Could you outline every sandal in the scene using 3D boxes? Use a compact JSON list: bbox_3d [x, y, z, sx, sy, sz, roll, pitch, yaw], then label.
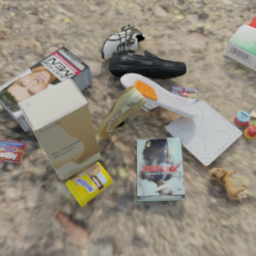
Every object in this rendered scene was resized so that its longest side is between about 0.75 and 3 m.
[{"bbox_3d":[0.809,-0.766,8.372,2.514,0.720,0.963,30,39,11],"label":"sandal"}]

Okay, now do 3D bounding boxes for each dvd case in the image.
[{"bbox_3d":[0.854,1.084,7.522,1.252,0.189,1.715,-3,63,9],"label":"dvd case"}]

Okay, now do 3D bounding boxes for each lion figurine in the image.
[{"bbox_3d":[2.626,1.475,7.278,0.671,0.397,1.096,-10,49,-23],"label":"lion figurine"}]

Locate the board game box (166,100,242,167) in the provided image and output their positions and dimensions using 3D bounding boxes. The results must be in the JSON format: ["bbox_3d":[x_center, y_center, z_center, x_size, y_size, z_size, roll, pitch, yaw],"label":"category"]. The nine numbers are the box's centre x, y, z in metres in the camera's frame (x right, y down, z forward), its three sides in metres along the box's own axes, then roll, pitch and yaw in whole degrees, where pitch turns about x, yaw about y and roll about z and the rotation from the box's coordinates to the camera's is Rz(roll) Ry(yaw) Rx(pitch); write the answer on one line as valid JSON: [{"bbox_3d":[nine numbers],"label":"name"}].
[{"bbox_3d":[2.196,0.122,8.217,1.604,0.208,1.604,-37,66,-20],"label":"board game box"}]

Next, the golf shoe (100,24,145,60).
[{"bbox_3d":[-0.164,-2.912,9.701,0.878,0.722,1.857,36,67,19],"label":"golf shoe"}]

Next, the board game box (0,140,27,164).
[{"bbox_3d":[-3.587,0.650,7.962,1.249,0.121,0.643,5,61,3],"label":"board game box"}]

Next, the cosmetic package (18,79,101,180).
[{"bbox_3d":[-1.533,0.159,6.842,1.312,2.495,0.887,-30,60,-15],"label":"cosmetic package"}]

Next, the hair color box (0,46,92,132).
[{"bbox_3d":[-2.562,-1.266,8.671,1.324,0.811,2.674,40,68,21],"label":"hair color box"}]

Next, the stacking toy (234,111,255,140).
[{"bbox_3d":[3.685,-0.196,8.289,0.817,0.381,0.903,-22,62,-13],"label":"stacking toy"}]

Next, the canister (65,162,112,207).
[{"bbox_3d":[-1.009,1.452,7.316,1.008,0.436,0.749,-34,65,-20],"label":"canister"}]

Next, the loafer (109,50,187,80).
[{"bbox_3d":[0.630,-2.106,9.084,2.541,0.863,0.892,5,78,7],"label":"loafer"}]

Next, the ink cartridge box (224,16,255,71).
[{"bbox_3d":[5.070,-3.060,9.829,2.275,0.708,2.828,34,67,18],"label":"ink cartridge box"}]

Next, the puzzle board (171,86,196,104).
[{"bbox_3d":[1.782,-1.053,8.985,0.795,0.069,0.599,8,60,5],"label":"puzzle board"}]

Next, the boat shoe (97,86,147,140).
[{"bbox_3d":[-0.223,-0.237,7.509,0.625,1.995,0.731,40,45,5],"label":"boat shoe"}]
